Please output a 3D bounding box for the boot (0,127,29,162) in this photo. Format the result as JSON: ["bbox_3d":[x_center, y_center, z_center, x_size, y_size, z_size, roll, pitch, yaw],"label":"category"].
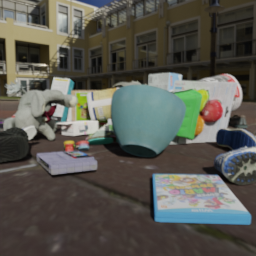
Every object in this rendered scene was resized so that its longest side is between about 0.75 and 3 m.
[{"bbox_3d":[-3.679,0.445,7.350,2.115,0.796,1.581,2,9,-24],"label":"boot"}]

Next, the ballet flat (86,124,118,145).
[{"bbox_3d":[-0.467,0.212,9.384,1.881,0.669,0.650,0,-22,-7],"label":"ballet flat"}]

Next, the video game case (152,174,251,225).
[{"bbox_3d":[1.072,1.116,4.702,1.303,0.162,1.820,1,8,4],"label":"video game case"}]

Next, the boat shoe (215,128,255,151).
[{"bbox_3d":[3.364,0.375,8.176,0.737,0.736,2.037,7,10,-11],"label":"boat shoe"}]

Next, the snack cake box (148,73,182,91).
[{"bbox_3d":[1.676,-1.270,13.404,0.862,2.566,1.475,0,6,-38],"label":"snack cake box"}]

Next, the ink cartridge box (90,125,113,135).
[{"bbox_3d":[-0.530,0.096,11.474,1.860,0.446,1.354,-3,8,-34],"label":"ink cartridge box"}]

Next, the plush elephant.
[{"bbox_3d":[-3.298,-0.410,10.166,2.632,2.168,2.038,33,30,-36],"label":"plush elephant"}]

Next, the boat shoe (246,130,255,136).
[{"bbox_3d":[4.373,0.308,9.717,0.416,0.368,1.136,8,9,-28],"label":"boat shoe"}]

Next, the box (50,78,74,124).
[{"bbox_3d":[-3.660,-1.427,14.926,0.988,2.401,0.590,8,-10,13],"label":"box"}]

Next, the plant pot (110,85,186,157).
[{"bbox_3d":[0.421,-0.022,7.503,2.059,1.387,2.059,11,-22,5],"label":"plant pot"}]

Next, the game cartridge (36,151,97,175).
[{"bbox_3d":[-1.475,0.767,6.599,1.052,0.312,1.623,-7,7,-28],"label":"game cartridge"}]

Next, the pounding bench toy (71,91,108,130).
[{"bbox_3d":[-1.382,-0.962,14.130,2.907,1.806,2.268,-1,7,-10],"label":"pounding bench toy"}]

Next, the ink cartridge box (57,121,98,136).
[{"bbox_3d":[-2.107,0.015,11.503,0.923,0.530,1.575,3,7,45],"label":"ink cartridge box"}]

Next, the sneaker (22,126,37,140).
[{"bbox_3d":[-3.535,0.184,8.771,0.810,0.446,1.106,25,51,30],"label":"sneaker"}]

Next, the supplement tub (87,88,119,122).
[{"bbox_3d":[-0.782,-1.031,12.246,1.838,1.327,1.327,-9,8,-1],"label":"supplement tub"}]

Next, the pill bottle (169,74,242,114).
[{"bbox_3d":[3.011,-1.141,11.562,2.929,1.668,1.668,-16,13,-21],"label":"pill bottle"}]

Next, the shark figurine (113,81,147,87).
[{"bbox_3d":[0.416,-1.476,13.071,1.840,1.285,3.080,-30,-10,-6],"label":"shark figurine"}]

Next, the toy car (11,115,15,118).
[{"bbox_3d":[-4.319,-0.438,11.572,1.021,1.155,1.064,37,28,16],"label":"toy car"}]

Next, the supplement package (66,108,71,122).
[{"bbox_3d":[-3.051,-1.104,16.696,1.449,1.396,2.548,-2,7,-15],"label":"supplement package"}]

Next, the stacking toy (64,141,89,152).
[{"bbox_3d":[-1.580,0.634,8.458,0.758,0.320,0.686,0,-19,-23],"label":"stacking toy"}]

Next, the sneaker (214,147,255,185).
[{"bbox_3d":[2.782,0.654,5.950,2.096,0.807,0.893,-2,4,-16],"label":"sneaker"}]

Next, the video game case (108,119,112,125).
[{"bbox_3d":[0.423,-0.267,11.149,1.857,0.227,2.597,1,3,12],"label":"video game case"}]

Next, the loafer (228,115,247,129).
[{"bbox_3d":[5.593,-0.396,14.242,0.739,0.647,2.057,1,8,5],"label":"loafer"}]

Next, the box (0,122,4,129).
[{"bbox_3d":[-5.872,-0.192,14.166,1.086,0.274,1.520,5,8,34],"label":"box"}]

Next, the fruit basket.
[{"bbox_3d":[2.400,-0.515,9.372,2.358,2.184,1.106,-5,25,-24],"label":"fruit basket"}]
